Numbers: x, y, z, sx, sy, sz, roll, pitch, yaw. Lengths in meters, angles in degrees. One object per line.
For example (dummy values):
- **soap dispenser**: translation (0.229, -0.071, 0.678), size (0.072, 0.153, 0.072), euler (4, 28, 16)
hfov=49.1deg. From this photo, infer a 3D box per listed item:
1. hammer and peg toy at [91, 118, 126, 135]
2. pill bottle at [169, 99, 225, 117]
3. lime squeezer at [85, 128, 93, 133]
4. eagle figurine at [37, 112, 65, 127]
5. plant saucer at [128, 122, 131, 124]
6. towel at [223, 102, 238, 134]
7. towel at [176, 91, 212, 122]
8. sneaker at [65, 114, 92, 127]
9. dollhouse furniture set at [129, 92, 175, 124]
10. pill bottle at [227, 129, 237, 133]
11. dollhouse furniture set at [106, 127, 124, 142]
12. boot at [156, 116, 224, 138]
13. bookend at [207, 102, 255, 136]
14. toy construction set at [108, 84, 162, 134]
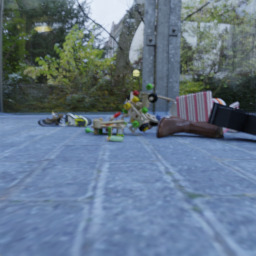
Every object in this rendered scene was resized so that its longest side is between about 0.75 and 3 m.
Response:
- **hammer and peg toy**: translation (-0.843, -0.033, 12.364), size (1.486, 0.712, 2.020), euler (2, 4, 5)
- **pill bottle**: translation (3.974, -0.835, 16.088), size (2.986, 1.687, 1.687), euler (-1, 5, -19)
- **lime squeezer**: translation (-1.841, 0.120, 13.363), size (0.473, 0.253, 1.340), euler (-2, 4, -22)
- **eagle figurine**: translation (-4.665, -0.456, 17.428), size (1.525, 1.151, 1.157), euler (-29, -51, 21)
- **plant saucer**: translation (0.401, -0.351, 19.804), size (1.291, 0.123, 0.452), euler (2, 5, 34)
- **towel**: translation (4.342, -0.390, 12.022), size (0.986, 1.347, 0.202), euler (-29, 44, -8)
- **towel**: translation (3.258, -0.776, 13.794), size (0.365, 1.784, 2.438), euler (-5, 1, -30)
- **sneaker**: translation (-3.073, -0.378, 17.191), size (2.053, 0.764, 0.869), euler (15, 7, 37)
- **dollhouse furniture set**: translation (1.322, -0.956, 16.224), size (1.613, 1.979, 1.882), euler (10, 10, -22)
- **pill bottle**: translation (5.369, -0.257, 13.921), size (0.899, 0.899, 1.601), euler (3, 5, 30)
- **dollhouse furniture set**: translation (-0.471, 0.242, 10.469), size (0.609, 0.467, 0.930), euler (0, 5, 2)
- **boot**: translation (2.573, 0.083, 11.361), size (2.426, 0.779, 2.261), euler (13, 24, 27)
- **bookend**: translation (4.287, -0.230, 10.193), size (1.905, 0.877, 1.893), euler (13, 6, -19)
- **toy construction set**: translation (0.143, -0.552, 12.671), size (2.432, 2.028, 1.868), euler (-17, 11, 32)
